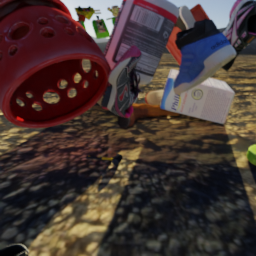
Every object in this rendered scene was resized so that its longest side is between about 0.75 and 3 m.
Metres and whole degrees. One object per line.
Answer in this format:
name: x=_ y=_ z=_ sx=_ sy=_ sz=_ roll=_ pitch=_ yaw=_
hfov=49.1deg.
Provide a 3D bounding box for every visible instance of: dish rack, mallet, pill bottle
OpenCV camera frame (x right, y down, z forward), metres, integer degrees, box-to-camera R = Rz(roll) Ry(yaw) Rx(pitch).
dish rack: x=-1.447 y=2.298 z=3.062 sx=2.005 sy=0.547 sz=1.538 roll=18 pitch=27 yaw=41
mallet: x=-0.699 y=0.876 z=7.778 sx=1.064 sy=0.219 sz=0.350 roll=-1 pitch=22 yaw=13
pill bottle: x=0.183 y=-2.260 z=8.111 sx=1.625 sy=2.936 sz=1.625 roll=21 pitch=16 yaw=-6

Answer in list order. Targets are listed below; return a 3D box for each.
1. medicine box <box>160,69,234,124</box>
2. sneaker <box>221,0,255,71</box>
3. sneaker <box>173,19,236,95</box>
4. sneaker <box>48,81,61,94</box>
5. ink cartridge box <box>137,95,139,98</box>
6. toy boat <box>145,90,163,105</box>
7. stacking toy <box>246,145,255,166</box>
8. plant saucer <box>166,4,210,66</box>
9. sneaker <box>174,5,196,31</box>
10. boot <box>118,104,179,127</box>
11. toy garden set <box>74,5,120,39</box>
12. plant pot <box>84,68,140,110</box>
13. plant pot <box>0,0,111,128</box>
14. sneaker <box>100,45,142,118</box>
medicine box: x=2.827 y=-1.415 z=11.855 sx=2.627 sy=1.352 sz=2.393 roll=14 pitch=21 yaw=6
sneaker: x=3.360 y=-2.749 z=8.496 sx=0.894 sy=2.226 sz=0.961 roll=-6 pitch=36 yaw=-25
sneaker: x=1.660 y=-1.849 z=7.334 sx=0.913 sy=1.323 sz=2.378 roll=-26 pitch=-7 yaw=-20
sneaker: x=-2.286 y=-2.023 z=8.621 sx=0.731 sy=1.924 sz=0.873 roll=4 pitch=-5 yaw=-31
ink cartridge box: x=-0.617 y=-2.366 z=14.625 sx=2.335 sy=1.688 sz=0.988 roll=-2 pitch=5 yaw=-7
toy boat: x=1.321 y=-1.388 z=13.766 sx=1.170 sy=0.763 sz=0.765 roll=-11 pitch=-8 yaw=-31
stacking toy: x=4.848 y=0.344 z=7.687 sx=2.606 sy=1.216 sz=2.879 roll=-16 pitch=25 yaw=-40
plant saucer: x=2.281 y=-3.119 z=9.891 sx=1.856 sy=1.853 sz=0.341 roll=-26 pitch=22 yaw=42
sneaker: x=1.846 y=-3.393 z=9.350 sx=0.529 sy=1.498 sz=0.743 roll=-50 pitch=40 yaw=-13
boot: x=0.808 y=-0.532 z=11.359 sx=2.573 sy=0.881 sz=2.423 roll=3 pitch=10 yaw=-12
toy garden set: x=-0.742 y=-4.044 z=10.221 sx=2.674 sy=0.534 sz=2.229 roll=-11 pitch=44 yaw=-7
plant pot: x=-0.640 y=-1.904 z=12.896 sx=2.838 sy=1.906 sz=2.838 roll=-8 pitch=18 yaw=3
plant pot: x=-1.927 y=-1.557 z=6.424 sx=2.493 sy=2.493 sz=2.270 roll=-13 pitch=62 yaw=-34
sneaker: x=-0.019 y=-0.996 z=6.293 sx=0.739 sy=1.979 sz=0.798 roll=31 pitch=57 yaw=5
